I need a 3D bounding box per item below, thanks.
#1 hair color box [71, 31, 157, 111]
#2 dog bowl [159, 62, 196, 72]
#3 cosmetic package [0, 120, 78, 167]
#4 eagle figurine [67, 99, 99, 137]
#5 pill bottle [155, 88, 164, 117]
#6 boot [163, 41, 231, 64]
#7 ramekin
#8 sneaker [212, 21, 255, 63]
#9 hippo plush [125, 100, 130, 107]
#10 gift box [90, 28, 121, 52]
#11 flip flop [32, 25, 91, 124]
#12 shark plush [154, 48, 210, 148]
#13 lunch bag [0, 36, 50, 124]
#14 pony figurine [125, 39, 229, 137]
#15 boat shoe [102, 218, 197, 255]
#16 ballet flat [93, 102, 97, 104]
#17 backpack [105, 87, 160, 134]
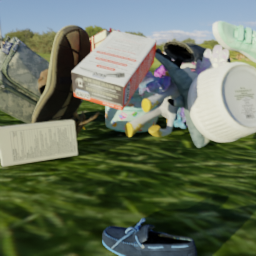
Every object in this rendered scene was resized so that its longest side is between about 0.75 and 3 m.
[{"bbox_3d":[-0.216,-1.262,5.782,1.068,0.616,1.927,18,44,14],"label":"hair color box"},{"bbox_3d":[2.500,-1.915,12.456,2.677,2.677,0.987,0,57,-1],"label":"dog bowl"},{"bbox_3d":[-2.173,0.329,6.793,1.746,0.918,0.621,-5,5,-23],"label":"cosmetic package"},{"bbox_3d":[-1.800,-0.422,8.755,1.391,1.384,1.834,-16,42,-19],"label":"eagle figurine"},{"bbox_3d":[1.972,-1.202,11.425,1.462,1.462,2.605,13,20,40],"label":"pill bottle"},{"bbox_3d":[2.100,-2.138,8.282,1.809,0.722,1.989,20,15,16],"label":"boot"},{"bbox_3d":[2.511,-0.646,6.729,1.918,1.918,1.007,-7,-6,-23],"label":"ramekin"},{"bbox_3d":[2.670,-2.019,5.991,1.637,0.602,0.965,17,-19,-22],"label":"sneaker"},{"bbox_3d":[-0.367,-1.486,7.956,1.401,1.414,1.759,28,6,-19],"label":"hippo plush"},{"bbox_3d":[-0.740,-2.449,9.774,1.663,1.683,1.802,-9,-12,40],"label":"gift box"},{"bbox_3d":[-1.752,-1.207,6.989,1.170,2.884,0.830,-11,44,-42],"label":"flip flop"},{"bbox_3d":[1.581,-0.869,7.384,1.167,2.803,1.273,-37,20,-5],"label":"shark plush"},{"bbox_3d":[-3.327,-1.451,9.082,2.465,2.067,1.717,34,2,-39],"label":"lunch bag"},{"bbox_3d":[1.359,-1.086,8.346,2.915,2.814,2.428,-14,29,-36],"label":"pony figurine"},{"bbox_3d":[0.271,1.450,3.698,1.276,0.438,0.537,5,16,16],"label":"boat shoe"},{"bbox_3d":[-0.743,-1.067,11.079,1.303,0.484,0.484,12,15,-6],"label":"ballet flat"},{"bbox_3d":[0.133,-0.657,9.326,1.822,1.589,2.073,7,25,9],"label":"backpack"}]
